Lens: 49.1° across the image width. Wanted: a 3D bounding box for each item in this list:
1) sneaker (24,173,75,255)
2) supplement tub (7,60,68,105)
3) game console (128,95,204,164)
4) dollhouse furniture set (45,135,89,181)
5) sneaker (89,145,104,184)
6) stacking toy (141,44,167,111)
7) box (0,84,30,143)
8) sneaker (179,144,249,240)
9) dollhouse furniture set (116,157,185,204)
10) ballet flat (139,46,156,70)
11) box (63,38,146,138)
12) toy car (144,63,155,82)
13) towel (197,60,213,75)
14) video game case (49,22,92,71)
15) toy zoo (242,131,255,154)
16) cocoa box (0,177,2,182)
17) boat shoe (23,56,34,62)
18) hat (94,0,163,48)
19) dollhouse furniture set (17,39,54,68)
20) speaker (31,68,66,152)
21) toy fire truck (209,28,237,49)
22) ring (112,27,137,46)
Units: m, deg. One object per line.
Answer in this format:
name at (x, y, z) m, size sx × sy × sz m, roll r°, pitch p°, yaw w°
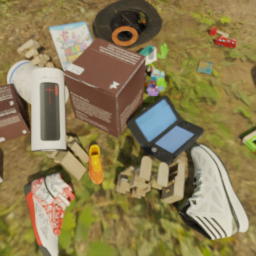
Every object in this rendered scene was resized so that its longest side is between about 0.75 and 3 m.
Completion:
sneaker at (-2.055, 2.377, 7.942) m, size 1.272 × 0.792 × 2.373 m, roll -23°, pitch 56°, yaw -12°
supplement tub at (-3.299, -1.483, 10.228) m, size 1.974 × 1.303 × 1.303 m, roll 35°, pitch 63°, yaw 19°
game console at (1.268, -0.008, 9.274) m, size 1.912 × 1.131 × 1.632 m, roll -37°, pitch 40°, yaw -22°
dollhouse furniture set at (-1.937, 0.952, 9.261) m, size 1.145 × 0.933 × 1.089 m, roll 0°, pitch 47°, yaw 43°
sneaker at (-1.068, 1.162, 8.946) m, size 0.478 × 0.506 × 1.311 m, roll -10°, pitch 58°, yaw -8°
stacking toy at (0.908, -1.570, 9.805) m, size 0.518 × 2.203 × 1.661 m, roll 9°, pitch 59°, yaw -3°
box at (-4.254, -0.489, 9.626) m, size 1.214 × 1.202 × 1.464 m, roll -20°, pitch 58°, yaw -13°
sneaker at (2.116, 1.820, 8.154) m, size 1.619 × 1.062 × 2.814 m, roll -14°, pitch 59°, yaw -12°
dollhouse furniture set at (0.738, 1.371, 8.258) m, size 1.712 × 1.501 × 1.137 m, roll 22°, pitch 56°, yaw -17°
ballet flat at (0.276, -2.390, 11.145) m, size 2.240 × 0.778 × 0.778 m, roll -37°, pitch 63°, yaw -9°
box at (-0.687, -1.296, 9.480) m, size 1.944 × 2.344 × 1.924 m, roll 26°, pitch 60°, yaw 16°
toy car at (0.717, -2.073, 11.102) m, size 0.795 × 0.628 × 0.653 m, roll -20°, pitch 47°, yaw 0°
towel at (3.205, -2.528, 11.678) m, size 0.551 × 0.081 × 0.751 m, roll 16°, pitch 56°, yaw 10°
video game case at (-2.072, -3.117, 11.225) m, size 1.534 × 0.191 × 2.143 m, roll -19°, pitch 89°, yaw -23°
toy zoo at (5.139, 0.839, 9.206) m, size 1.485 × 0.232 × 2.264 m, roll -26°, pitch 56°, yaw -17°
cocoa box at (-4.892, 1.467, 8.329) m, size 1.651 × 1.101 × 1.083 m, roll -34°, pitch 67°, yaw -19°
boat shoe at (-4.118, -2.676, 11.594) m, size 0.540 × 0.462 × 1.474 m, roll 11°, pitch 59°, yaw -17°
hat at (-0.015, -4.232, 12.113) m, size 2.912 × 1.175 × 2.912 m, roll 2°, pitch 65°, yaw -3°
dollhouse furniture set at (-3.363, -2.501, 10.011) m, size 0.674 × 0.952 × 1.036 m, roll -31°, pitch 83°, yaw 13°
speaker at (-2.492, -0.547, 8.747) m, size 1.025 × 1.025 × 2.524 m, roll -2°, pitch 82°, yaw -2°
toy fire truck at (4.251, -4.018, 12.539) m, size 1.226 × 0.299 × 0.865 m, roll 15°, pitch 57°, yaw 10°
ring at (-0.139, -3.696, 11.203) m, size 1.036 × 0.099 × 1.036 m, roll -2°, pitch 60°, yaw 3°
